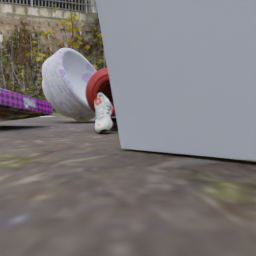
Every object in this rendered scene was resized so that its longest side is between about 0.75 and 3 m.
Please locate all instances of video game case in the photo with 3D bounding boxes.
[{"bbox_3d":[-3.429,-0.494,7.093,2.129,0.421,2.349,-6,-4,12],"label":"video game case"}]

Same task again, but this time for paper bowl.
[{"bbox_3d":[-2.095,-1.487,10.555,1.420,2.731,2.731,-29,-8,21],"label":"paper bowl"}]

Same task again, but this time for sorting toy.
[{"bbox_3d":[0.035,-1.304,6.990,2.489,1.496,1.022,-25,20,-7],"label":"sorting toy"}]

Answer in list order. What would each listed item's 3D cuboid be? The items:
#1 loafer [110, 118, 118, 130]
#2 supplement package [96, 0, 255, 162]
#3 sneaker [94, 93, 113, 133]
[{"bbox_3d":[-0.128,-0.145,6.151,0.811,0.288,0.296,-13,34,29],"label":"loafer"},{"bbox_3d":[1.332,-1.059,3.410,2.035,2.050,2.702,2,18,38],"label":"supplement package"},{"bbox_3d":[-0.557,-0.327,5.675,0.368,0.489,1.047,-19,32,14],"label":"sneaker"}]
